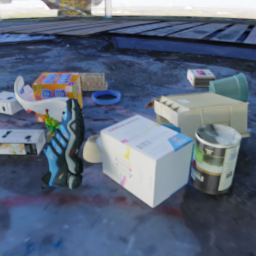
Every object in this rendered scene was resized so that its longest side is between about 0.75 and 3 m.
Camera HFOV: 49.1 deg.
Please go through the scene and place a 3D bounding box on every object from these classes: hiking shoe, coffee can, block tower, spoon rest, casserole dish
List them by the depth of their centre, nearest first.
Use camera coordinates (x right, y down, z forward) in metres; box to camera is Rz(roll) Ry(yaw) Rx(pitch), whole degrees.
[{"bbox_3d":[2.331,0.835,7.601,1.137,1.554,1.137,0,28,0],"label":"coffee can"},{"bbox_3d":[-1.829,0.374,7.754,1.122,2.588,0.963,0,-17,2],"label":"hiking shoe"},{"bbox_3d":[1.777,0.505,9.346,2.720,0.528,1.648,8,29,15],"label":"casserole dish"},{"bbox_3d":[-2.945,-0.850,10.292,2.878,1.430,0.872,26,59,3],"label":"spoon rest"},{"bbox_3d":[-2.500,-2.393,14.560,2.777,0.803,0.750,1,28,-1],"label":"block tower"}]

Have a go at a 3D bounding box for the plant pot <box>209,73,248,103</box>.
[{"bbox_3d":[4.470,-1.663,12.658,1.409,1.439,1.439,-6,28,4],"label":"plant pot"}]

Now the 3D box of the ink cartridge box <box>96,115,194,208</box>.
[{"bbox_3d":[0.363,0.755,7.843,1.503,1.465,2.339,-23,36,-37],"label":"ink cartridge box"}]

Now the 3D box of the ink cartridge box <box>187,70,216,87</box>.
[{"bbox_3d":[4.039,-2.781,15.525,1.216,0.554,1.476,0,29,-2],"label":"ink cartridge box"}]

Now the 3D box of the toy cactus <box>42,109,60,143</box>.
[{"bbox_3d":[-2.519,0.065,9.456,0.655,1.056,1.280,-25,62,-43],"label":"toy cactus"}]

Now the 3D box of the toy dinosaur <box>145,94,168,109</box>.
[{"bbox_3d":[1.285,-1.096,11.967,0.962,0.724,1.417,-6,14,-44],"label":"toy dinosaur"}]

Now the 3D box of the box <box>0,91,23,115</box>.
[{"bbox_3d":[-5.583,-1.169,12.473,1.830,0.550,1.067,11,30,20],"label":"box"}]

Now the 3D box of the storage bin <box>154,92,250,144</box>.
[{"bbox_3d":[2.475,-0.439,9.948,2.484,1.173,2.502,-7,17,-11],"label":"storage bin"}]

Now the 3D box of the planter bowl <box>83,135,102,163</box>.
[{"bbox_3d":[-1.015,0.618,9.035,0.911,0.613,0.911,-1,28,0],"label":"planter bowl"}]

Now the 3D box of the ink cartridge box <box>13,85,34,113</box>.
[{"bbox_3d":[-4.267,-1.163,12.178,0.421,1.252,0.727,-33,9,33],"label":"ink cartridge box"}]

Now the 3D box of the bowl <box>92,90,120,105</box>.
[{"bbox_3d":[-1.038,-1.450,13.316,1.352,0.265,1.352,0,28,0],"label":"bowl"}]

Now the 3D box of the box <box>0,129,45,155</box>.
[{"bbox_3d":[-3.735,0.470,9.439,1.621,0.488,0.946,1,28,0],"label":"box"}]

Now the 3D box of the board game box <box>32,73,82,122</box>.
[{"bbox_3d":[-2.841,-1.286,11.575,1.585,1.586,1.585,0,28,1],"label":"board game box"}]
